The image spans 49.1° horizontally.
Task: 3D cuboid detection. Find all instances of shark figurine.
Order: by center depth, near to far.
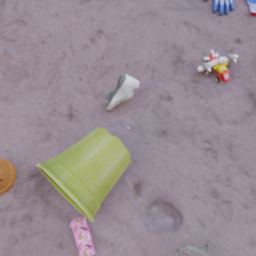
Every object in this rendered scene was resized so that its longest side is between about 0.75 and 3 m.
[{"bbox_3d":[1.969,3.529,8.033,1.557,0.650,0.930,25,30,-14],"label":"shark figurine"}]

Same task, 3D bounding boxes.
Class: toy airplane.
[{"bbox_3d":[3.294,-2.370,10.224,1.220,0.865,1.226,24,75,9],"label":"toy airplane"}]

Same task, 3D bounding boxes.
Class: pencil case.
[{"bbox_3d":[-1.402,3.370,8.584,0.539,0.516,1.246,-20,74,-6],"label":"pencil case"}]

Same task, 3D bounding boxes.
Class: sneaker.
[{"bbox_3d":[-0.236,-1.097,9.517,0.693,1.730,0.608,14,55,-27],"label":"sneaker"}]

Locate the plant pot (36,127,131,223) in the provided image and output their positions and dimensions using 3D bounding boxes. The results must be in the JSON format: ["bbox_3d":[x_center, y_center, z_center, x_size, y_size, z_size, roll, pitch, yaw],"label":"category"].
[{"bbox_3d":[-1.147,1.212,8.468,2.337,2.337,2.149,40,69,12],"label":"plant pot"}]

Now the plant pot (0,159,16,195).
[{"bbox_3d":[-4.337,1.516,8.984,1.214,0.849,1.214,1,72,-2],"label":"plant pot"}]

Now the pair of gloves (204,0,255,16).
[{"bbox_3d":[4.531,-5.573,11.545,2.780,0.317,2.235,4,72,1],"label":"pair of gloves"}]
